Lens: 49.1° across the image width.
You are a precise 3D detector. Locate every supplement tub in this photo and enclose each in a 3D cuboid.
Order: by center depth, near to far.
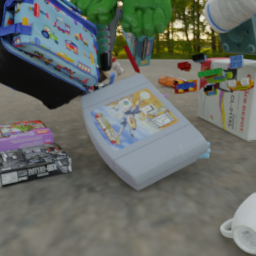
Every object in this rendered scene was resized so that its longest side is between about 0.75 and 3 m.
[{"bbox_3d":[2.111,-2.409,5.354,0.780,0.780,1.182,-8,-3,-25],"label":"supplement tub"}]

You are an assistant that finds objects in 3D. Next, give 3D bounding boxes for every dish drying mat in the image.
[{"bbox_3d":[0.118,-2.189,8.980,0.088,0.965,0.371,-36,30,-10],"label":"dish drying mat"}]

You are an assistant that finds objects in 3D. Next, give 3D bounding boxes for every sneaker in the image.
[{"bbox_3d":[-0.576,-3.235,9.075,1.189,2.717,1.011,-19,25,-27],"label":"sneaker"},{"bbox_3d":[2.625,-2.788,17.070,1.789,0.694,1.002,6,17,18],"label":"sneaker"}]

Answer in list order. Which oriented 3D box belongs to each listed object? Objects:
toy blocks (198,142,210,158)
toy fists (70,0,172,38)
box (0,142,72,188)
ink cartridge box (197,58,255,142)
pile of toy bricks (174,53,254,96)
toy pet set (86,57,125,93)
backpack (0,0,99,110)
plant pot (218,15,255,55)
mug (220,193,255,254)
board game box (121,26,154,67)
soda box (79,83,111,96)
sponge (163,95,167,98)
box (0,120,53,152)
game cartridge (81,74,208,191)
[{"bbox_3d":[0.861,0.295,6.807,2.103,0.764,1.753,4,18,12],"label":"toy blocks"},{"bbox_3d":[-0.189,-3.450,7.749,2.856,1.456,0.982,17,13,-3],"label":"toy fists"},{"bbox_3d":[-2.078,0.738,6.038,1.420,0.353,1.119,-10,20,-29],"label":"box"},{"bbox_3d":[3.475,-1.047,8.870,1.206,2.122,2.912,-4,17,-14],"label":"ink cartridge box"},{"bbox_3d":[1.893,-1.124,6.204,1.636,0.908,0.808,-3,-7,32],"label":"pile of toy bricks"},{"bbox_3d":[-1.529,-2.261,14.566,2.980,1.583,2.783,-32,16,5],"label":"toy pet set"},{"bbox_3d":[-2.090,-2.324,6.784,2.005,2.980,2.720,-21,-31,32],"label":"backpack"},{"bbox_3d":[3.267,-2.755,6.843,1.959,1.918,1.923,-35,29,-14],"label":"plant pot"},{"bbox_3d":[1.670,1.330,3.816,0.757,0.637,0.863,-20,-5,-43],"label":"mug"},{"bbox_3d":[0.324,-4.043,11.333,0.587,1.890,2.503,-12,59,-10],"label":"board game box"},{"bbox_3d":[-1.790,-1.966,14.434,2.046,0.648,0.724,10,19,30],"label":"soda box"},{"bbox_3d":[1.448,-1.508,13.790,0.568,0.152,1.019,9,19,29],"label":"sponge"},{"bbox_3d":[-3.277,0.291,7.328,2.291,0.448,1.567,-9,19,-27],"label":"box"},{"bbox_3d":[0.103,-0.077,6.069,1.877,0.585,2.819,-22,48,-17],"label":"game cartridge"}]
